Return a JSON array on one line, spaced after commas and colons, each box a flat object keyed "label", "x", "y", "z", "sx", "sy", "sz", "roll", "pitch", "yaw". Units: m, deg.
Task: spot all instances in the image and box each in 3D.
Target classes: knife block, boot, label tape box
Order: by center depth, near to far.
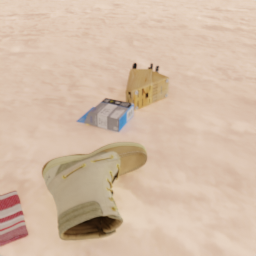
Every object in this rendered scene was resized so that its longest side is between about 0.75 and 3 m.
[{"label": "boot", "x": -0.467, "y": 1.387, "z": 6.562, "sx": 2.735, "sy": 0.986, "sz": 2.115, "roll": -11, "pitch": 36, "yaw": -21}, {"label": "label tape box", "x": -0.833, "y": -0.547, "z": 9.998, "sx": 1.737, "sy": 0.550, "sz": 1.252, "roll": 14, "pitch": 35, "yaw": 20}, {"label": "knife block", "x": 0.355, "y": -1.902, "z": 11.811, "sx": 2.862, "sy": 0.916, "sz": 2.512, "roll": -25, "pitch": 39, "yaw": -33}]

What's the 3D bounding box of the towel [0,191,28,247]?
[{"label": "towel", "x": -2.870, "y": 2.019, "z": 6.234, "sx": 1.006, "sy": 0.159, "sz": 1.397, "roll": -15, "pitch": 38, "yaw": -23}]
